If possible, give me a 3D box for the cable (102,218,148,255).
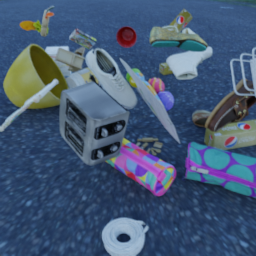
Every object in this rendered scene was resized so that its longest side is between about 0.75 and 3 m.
[{"bbox_3d":[-0.111,2.658,6.811,1.018,0.352,1.018,13,37,20],"label":"cable"}]

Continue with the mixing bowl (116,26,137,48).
[{"bbox_3d":[-0.043,-3.613,11.009,0.806,0.806,0.437,4,31,5],"label":"mixing bowl"}]

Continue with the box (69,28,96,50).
[{"bbox_3d":[-2.052,-4.033,12.747,1.082,0.596,0.188,19,52,-37],"label":"box"}]

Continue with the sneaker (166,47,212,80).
[{"bbox_3d":[2.392,-2.274,10.170,1.774,0.653,1.025,-18,65,-7],"label":"sneaker"}]

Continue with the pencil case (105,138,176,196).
[{"bbox_3d":[0.224,1.076,8.592,2.479,1.096,1.096,27,42,35],"label":"pencil case"}]

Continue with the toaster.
[{"bbox_3d":[-0.998,-0.193,7.614,1.120,1.707,1.888,-22,53,-36],"label":"toaster"}]

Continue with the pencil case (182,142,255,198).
[{"bbox_3d":[3.036,1.315,8.091,2.807,1.195,1.297,14,20,21],"label":"pencil case"}]

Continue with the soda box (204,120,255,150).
[{"bbox_3d":[3.855,0.277,10.123,2.055,0.696,0.658,-8,34,-11],"label":"soda box"}]

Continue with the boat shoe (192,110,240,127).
[{"bbox_3d":[3.452,-0.265,11.054,1.839,0.696,0.660,1,36,18],"label":"boat shoe"}]

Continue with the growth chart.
[{"bbox_3d":[-2.134,-0.465,5.908,1.616,0.143,1.170,-29,22,34],"label":"growth chart"}]

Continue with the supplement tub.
[{"bbox_3d":[-2.194,-2.261,13.651,1.091,1.091,1.501,25,41,33],"label":"supplement tub"}]

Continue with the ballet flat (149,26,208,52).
[{"bbox_3d":[1.317,-2.302,7.150,1.629,0.576,0.576,0,32,-18],"label":"ballet flat"}]

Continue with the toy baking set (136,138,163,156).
[{"bbox_3d":[0.642,0.655,10.055,1.222,0.142,0.938,1,33,2],"label":"toy baking set"}]

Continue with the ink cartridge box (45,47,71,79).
[{"bbox_3d":[-3.676,-3.351,14.825,1.187,1.612,1.166,-4,33,-6],"label":"ink cartridge box"}]

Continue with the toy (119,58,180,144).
[{"bbox_3d":[0.824,-1.048,8.613,0.701,1.709,2.968,-36,44,-2],"label":"toy"}]

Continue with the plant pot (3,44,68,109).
[{"bbox_3d":[-4.129,-1.912,12.122,1.939,2.732,2.732,-26,31,12],"label":"plant pot"}]

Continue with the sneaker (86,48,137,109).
[{"bbox_3d":[-0.518,-1.573,9.209,0.859,2.352,0.833,-46,12,-14],"label":"sneaker"}]

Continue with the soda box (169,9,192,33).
[{"bbox_3d":[1.813,-3.760,10.312,0.388,1.146,0.367,47,18,12],"label":"soda box"}]

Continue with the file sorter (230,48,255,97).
[{"bbox_3d":[3.411,-1.451,6.852,0.955,1.064,1.534,-2,-8,-25],"label":"file sorter"}]

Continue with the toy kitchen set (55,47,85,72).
[{"bbox_3d":[-2.611,-3.215,12.326,1.188,1.074,1.317,17,-4,-28],"label":"toy kitchen set"}]

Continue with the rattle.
[{"bbox_3d":[-3.589,-4.357,11.047,1.180,1.075,1.651,27,-5,-16],"label":"rattle"}]

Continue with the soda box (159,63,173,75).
[{"bbox_3d":[2.563,-3.445,15.968,1.553,0.526,0.497,-14,36,-21],"label":"soda box"}]

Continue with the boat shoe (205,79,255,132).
[{"bbox_3d":[3.131,-0.618,8.085,0.796,0.797,2.264,38,67,24],"label":"boat shoe"}]
